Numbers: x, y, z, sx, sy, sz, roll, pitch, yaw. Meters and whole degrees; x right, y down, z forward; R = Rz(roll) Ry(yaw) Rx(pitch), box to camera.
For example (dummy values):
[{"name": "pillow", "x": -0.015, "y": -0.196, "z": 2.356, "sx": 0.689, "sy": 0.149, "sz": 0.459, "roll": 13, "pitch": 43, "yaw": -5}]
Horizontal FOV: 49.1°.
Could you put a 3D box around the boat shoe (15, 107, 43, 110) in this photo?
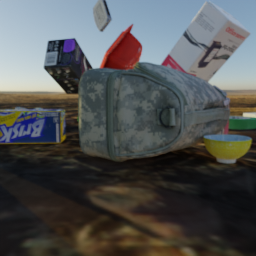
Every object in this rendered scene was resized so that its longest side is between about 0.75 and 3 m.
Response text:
[{"name": "boat shoe", "x": -3.796, "y": -0.482, "z": 11.525, "sx": 0.960, "sy": 0.835, "sz": 2.605, "roll": 2, "pitch": 7, "yaw": 14}]

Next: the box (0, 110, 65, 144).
[{"name": "box", "x": -3.156, "y": -0.051, "z": 7.631, "sx": 2.774, "sy": 0.892, "sz": 0.972, "roll": -1, "pitch": 6, "yaw": -5}]

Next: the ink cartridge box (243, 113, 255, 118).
[{"name": "ink cartridge box", "x": 5.875, "y": -0.433, "z": 12.720, "sx": 1.078, "sy": 0.472, "sz": 0.783, "roll": -5, "pitch": 9, "yaw": -25}]

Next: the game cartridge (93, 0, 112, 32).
[{"name": "game cartridge", "x": -0.950, "y": -4.014, "z": 9.985, "sx": 0.222, "sy": 1.098, "sz": 0.732, "roll": 2, "pitch": -26, "yaw": -42}]

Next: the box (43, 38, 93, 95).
[{"name": "box", "x": -2.094, "y": -2.163, "z": 10.144, "sx": 1.019, "sy": 1.174, "sz": 1.921, "roll": -2, "pitch": -22, "yaw": 13}]

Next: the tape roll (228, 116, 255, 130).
[{"name": "tape roll", "x": 4.258, "y": -0.222, "z": 11.242, "sx": 1.666, "sy": 0.400, "sz": 1.666, "roll": 0, "pitch": 7, "yaw": 0}]

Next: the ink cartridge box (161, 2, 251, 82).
[{"name": "ink cartridge box", "x": 2.685, "y": -2.751, "z": 9.869, "sx": 1.923, "sy": 2.657, "sz": 1.121, "roll": -3, "pitch": 50, "yaw": -48}]

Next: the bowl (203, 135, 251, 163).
[{"name": "bowl", "x": 1.909, "y": 0.417, "z": 5.436, "sx": 0.886, "sy": 0.477, "sz": 0.886, "roll": -1, "pitch": 7, "yaw": 0}]

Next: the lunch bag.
[{"name": "lunch bag", "x": 0.658, "y": -0.331, "z": 5.864, "sx": 2.299, "sy": 1.910, "sz": 2.742, "roll": 8, "pitch": 9, "yaw": 34}]

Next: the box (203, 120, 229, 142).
[{"name": "box", "x": 2.359, "y": -0.203, "z": 8.445, "sx": 1.168, "sy": 0.996, "sz": 1.827, "roll": 3, "pitch": 7, "yaw": 25}]

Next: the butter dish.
[{"name": "butter dish", "x": -0.102, "y": -2.796, "z": 11.826, "sx": 1.618, "sy": 2.183, "sz": 2.189, "roll": 35, "pitch": -25, "yaw": -4}]
